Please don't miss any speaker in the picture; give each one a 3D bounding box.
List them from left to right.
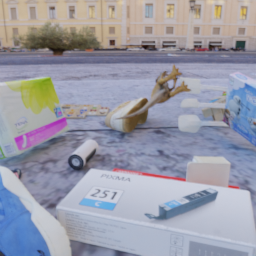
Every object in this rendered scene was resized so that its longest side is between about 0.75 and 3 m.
[{"bbox_3d":[-1.062,0.625,6.744,0.405,0.405,0.997,4,18,13],"label":"speaker"}]

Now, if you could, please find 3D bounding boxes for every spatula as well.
[{"bbox_3d":[2.516,-0.677,8.908,2.361,1.641,0.190,1,-4,-32],"label":"spatula"}]

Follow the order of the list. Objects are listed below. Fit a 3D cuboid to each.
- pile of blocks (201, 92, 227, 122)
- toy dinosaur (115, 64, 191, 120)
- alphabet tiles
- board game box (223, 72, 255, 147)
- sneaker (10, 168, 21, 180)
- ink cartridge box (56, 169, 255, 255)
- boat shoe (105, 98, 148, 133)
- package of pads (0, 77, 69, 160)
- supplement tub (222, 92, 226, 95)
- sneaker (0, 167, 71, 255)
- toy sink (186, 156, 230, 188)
[{"bbox_3d":[3.470,-0.717,10.201,2.484,0.772,1.020,-27,11,-32],"label":"pile of blocks"},{"bbox_3d":[0.957,-0.978,8.353,1.573,0.895,2.962,-35,9,35],"label":"toy dinosaur"},{"bbox_3d":[-2.003,-0.681,11.252,2.417,0.091,2.020,0,18,1],"label":"alphabet tiles"},{"bbox_3d":[3.086,-0.430,7.082,0.330,1.513,1.521,-17,37,-17],"label":"board game box"},{"bbox_3d":[-2.438,0.971,5.789,0.283,0.331,0.806,0,18,0],"label":"sneaker"},{"bbox_3d":[0.588,1.154,4.795,2.738,0.612,2.412,5,19,16],"label":"ink cartridge box"},{"bbox_3d":[0.017,-0.508,9.340,0.883,0.941,2.552,5,14,20],"label":"boat shoe"},{"bbox_3d":[-2.625,-0.397,7.290,0.759,1.720,2.227,-13,11,26],"label":"package of pads"},{"bbox_3d":[4.948,-1.491,12.847,0.667,0.667,1.089,-13,22,-34],"label":"supplement tub"},{"bbox_3d":[-2.068,1.300,3.686,2.588,0.993,1.440,24,21,39],"label":"sneaker"},{"bbox_3d":[1.505,0.868,5.504,0.818,0.533,0.458,1,12,-3],"label":"toy sink"}]
